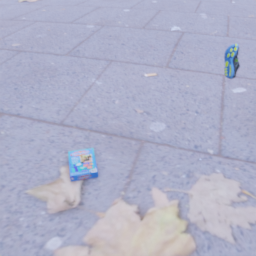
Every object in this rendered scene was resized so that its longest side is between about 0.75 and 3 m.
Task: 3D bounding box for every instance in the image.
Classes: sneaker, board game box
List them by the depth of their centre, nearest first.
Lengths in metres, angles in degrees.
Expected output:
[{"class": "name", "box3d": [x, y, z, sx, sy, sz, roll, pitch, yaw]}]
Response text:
[{"class": "board game box", "box3d": [-1.738, 1.381, 10.704, 1.030, 0.305, 1.355, -8, 40, -9]}, {"class": "sneaker", "box3d": [4.136, -2.627, 11.118, 0.498, 1.404, 0.582, 6, 0, 45]}]
